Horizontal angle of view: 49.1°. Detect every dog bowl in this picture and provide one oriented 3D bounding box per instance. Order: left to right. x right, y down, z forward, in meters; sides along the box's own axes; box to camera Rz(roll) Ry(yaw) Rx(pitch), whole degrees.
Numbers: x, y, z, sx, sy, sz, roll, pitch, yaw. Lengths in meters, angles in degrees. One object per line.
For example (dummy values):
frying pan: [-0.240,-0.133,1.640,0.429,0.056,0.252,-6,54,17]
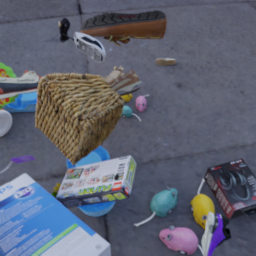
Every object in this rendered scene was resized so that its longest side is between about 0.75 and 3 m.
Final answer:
dog bowl: [-4.662,-1.281,12.305,2.415,0.599,1.346,-3,48,-2]
dog bowl: [-1.211,1.767,9.528,1.483,0.659,2.660,-12,50,-11]

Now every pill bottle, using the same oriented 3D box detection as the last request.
pill bottle: [-5.804,-0.505,11.235,2.079,1.139,1.139,24,52,20]

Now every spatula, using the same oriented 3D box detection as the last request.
spatula: [-3.078,1.025,6.852,1.582,0.447,0.163,-27,71,-9]

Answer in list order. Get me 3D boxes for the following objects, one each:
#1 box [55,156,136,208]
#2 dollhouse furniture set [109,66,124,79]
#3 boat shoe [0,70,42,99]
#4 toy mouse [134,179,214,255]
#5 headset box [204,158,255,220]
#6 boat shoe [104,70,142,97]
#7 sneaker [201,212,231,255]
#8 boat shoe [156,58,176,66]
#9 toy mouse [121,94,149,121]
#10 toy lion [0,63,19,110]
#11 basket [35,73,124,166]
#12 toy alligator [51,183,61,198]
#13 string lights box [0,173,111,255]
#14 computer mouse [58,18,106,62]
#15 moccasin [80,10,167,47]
box: [-0.775,1.287,6.595,1.862,0.323,1.025,-14,37,25]
dollhouse furniture set: [-0.868,-2.058,12.677,0.938,1.099,2.120,18,50,13]
boat shoe: [-2.878,-1.275,7.867,2.094,0.655,0.745,-14,8,-18]
toy mouse: [1.473,2.762,8.664,2.593,0.565,2.917,-3,47,-2]
headset box: [3.595,2.053,9.233,1.369,0.711,1.840,-13,48,-11]
boat shoe: [-0.651,-1.410,10.003,2.337,0.885,0.839,-23,91,-18]
sneaker: [1.886,2.314,5.898,0.537,1.079,0.375,7,19,3]
boat shoe: [1.932,-3.440,14.426,1.026,0.369,0.332,-1,35,5]
toy mouse: [0.161,-0.984,12.173,1.998,0.387,1.776,-16,50,-14]
toy lion: [-4.245,-1.226,8.844,1.724,1.799,0.618,27,28,10]
basket: [-1.288,-0.444,7.504,1.731,2.324,1.659,44,55,11]
toy alligator: [-1.834,1.779,7.563,0.371,1.544,0.512,21,89,-5]
string lights box: [-1.847,2.144,5.479,2.875,0.848,1.478,26,39,36]
computer mouse: [-1.373,-2.673,8.725,1.818,0.997,0.399,33,64,6]
moccasin: [-0.150,-3.277,9.465,2.891,1.116,1.058,-10,45,-11]
